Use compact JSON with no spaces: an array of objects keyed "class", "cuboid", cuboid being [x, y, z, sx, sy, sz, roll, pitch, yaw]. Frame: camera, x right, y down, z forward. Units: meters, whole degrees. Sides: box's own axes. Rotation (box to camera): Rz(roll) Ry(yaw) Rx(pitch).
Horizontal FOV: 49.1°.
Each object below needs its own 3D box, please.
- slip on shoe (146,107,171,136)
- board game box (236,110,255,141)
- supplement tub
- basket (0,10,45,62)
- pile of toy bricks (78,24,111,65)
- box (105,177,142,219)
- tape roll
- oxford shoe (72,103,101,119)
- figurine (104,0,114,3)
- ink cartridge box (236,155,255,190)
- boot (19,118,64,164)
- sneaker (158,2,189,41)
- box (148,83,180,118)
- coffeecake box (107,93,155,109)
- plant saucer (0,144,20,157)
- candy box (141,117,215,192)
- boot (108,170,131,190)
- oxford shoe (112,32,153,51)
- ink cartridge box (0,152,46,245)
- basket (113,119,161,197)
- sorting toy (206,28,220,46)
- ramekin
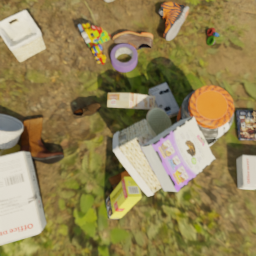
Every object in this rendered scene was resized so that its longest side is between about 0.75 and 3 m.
[{"class":"slip on shoe","cuboid":[1.195,0.143,10.364,0.916,2.473,0.757,-37,45,-5]},{"class":"board game box","cuboid":[4.925,-0.107,11.493,0.851,0.217,1.257,1,71,1]},{"class":"supplement tub","cuboid":[2.660,-0.292,10.068,1.766,2.882,1.766,-1,74,2]},{"class":"basket","cuboid":[-4.618,-3.968,12.263,1.487,1.206,1.500,-32,74,-10]},{"class":"pile of toy bricks","cuboid":[-1.216,-3.681,11.647,1.013,2.051,1.138,-26,62,3]},{"class":"box","cuboid":[-0.204,2.444,9.594,0.505,2.014,0.758,5,54,-24]},{"class":"tape roll","cuboid":[-0.178,-3.080,12.345,1.162,0.494,1.162,0,71,-1]},{"class":"oxford shoe","cuboid":[-1.635,-0.688,11.150,1.220,0.515,0.443,-24,87,-5]},{"class":"figurine","cuboid":[-1.067,-7.384,13.668,2.130,0.940,2.183,37,76,20]},{"class":"ink cartridge box","cuboid":[5.046,1.736,10.618,1.673,0.706,1.222,5,72,2]},{"class":"boot","cuboid":[-3.467,0.517,11.202,1.791,0.651,1.903,-10,65,6]},{"class":"sneaker","cuboid":[1.841,-4.936,12.883,1.206,0.835,2.152,26,63,12]},{"class":"box","cuboid":[1.482,-1.080,11.598,0.814,0.420,1.396,-22,74,-4]},{"class":"coffeecake box","cuboid":[0.124,-0.988,10.473,1.115,1.452,0.531,7,95,42]},{"class":"plant saucer","cuboid":[-5.961,1.256,10.837,2.542,0.616,2.542,24,73,7]},{"class":"candy box","cuboid":[1.496,0.743,8.197,1.797,0.643,1.508,-31,96,-29]},{"class":"boot","cuboid":[0.134,2.139,10.612,1.413,0.484,1.330,-31,75,-9]},{"class":"oxford shoe","cuboid":[0.216,-3.855,12.539,1.830,0.652,0.667,-2,76,-1]},{"class":"ink cartridge box","cuboid":[-4.247,2.430,9.788,2.067,1.168,2.821,-14,86,-9]},{"class":"basket","cuboid":[0.579,0.925,9.216,1.285,1.412,2.082,-32,108,9]},{"class":"sorting toy","cuboid":[3.893,-4.146,12.772,0.367,0.537,0.894,10,76,-33]},{"class":"ramekin","cuboid":[-4.920,0.149,10.731,1.585,1.585,0.832,24,108,8]}]
